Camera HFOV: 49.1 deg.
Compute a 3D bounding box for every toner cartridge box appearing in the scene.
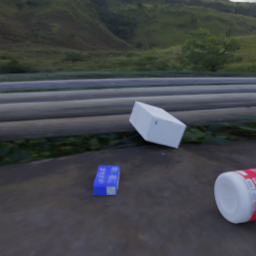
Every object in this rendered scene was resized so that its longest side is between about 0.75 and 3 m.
[{"bbox_3d":[-0.537,1.336,7.244,0.570,0.259,1.199,2,16,2],"label":"toner cartridge box"}]

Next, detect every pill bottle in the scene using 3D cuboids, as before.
[{"bbox_3d":[2.826,1.340,5.840,1.782,1.001,1.001,-5,16,-15],"label":"pill bottle"}]

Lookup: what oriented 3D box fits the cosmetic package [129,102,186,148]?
[{"bbox_3d":[1.027,-0.189,10.829,1.311,0.921,2.586,15,12,-16],"label":"cosmetic package"}]
